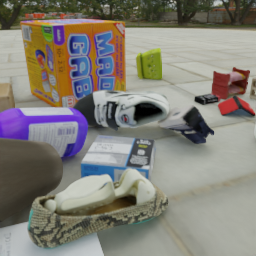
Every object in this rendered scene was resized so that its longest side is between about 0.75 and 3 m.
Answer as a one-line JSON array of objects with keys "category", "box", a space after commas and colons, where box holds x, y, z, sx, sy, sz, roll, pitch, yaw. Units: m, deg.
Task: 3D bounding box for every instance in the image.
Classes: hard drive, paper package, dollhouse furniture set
[{"category": "hard drive", "box": [-1.393, 1.872, 4.218, 1.856, 0.235, 1.224, -8, 25, -17]}, {"category": "paper package", "box": [-4.810, -0.764, 9.233, 1.927, 0.997, 1.836, -8, 25, -17]}, {"category": "dollhouse furniture set", "box": [4.769, -1.595, 11.019, 1.393, 1.053, 2.589, -17, 29, -33]}]

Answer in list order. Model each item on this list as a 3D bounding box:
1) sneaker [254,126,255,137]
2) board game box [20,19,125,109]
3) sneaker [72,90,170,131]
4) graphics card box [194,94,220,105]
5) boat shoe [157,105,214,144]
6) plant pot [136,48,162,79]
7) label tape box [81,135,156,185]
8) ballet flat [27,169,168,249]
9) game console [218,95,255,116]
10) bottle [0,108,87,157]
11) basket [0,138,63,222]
[{"category": "sneaker", "box": [3.970, 0.074, 6.923, 1.017, 1.353, 2.716, 1, 22, 5]}, {"category": "board game box", "box": [-2.134, -2.698, 11.165, 2.927, 2.927, 2.929, -18, 30, -35]}, {"category": "sneaker", "box": [-0.255, -0.521, 8.198, 2.981, 1.105, 1.319, -7, 18, 3]}, {"category": "graphics card box", "box": [3.117, -1.143, 11.038, 0.858, 0.218, 0.538, -11, 26, -26]}, {"category": "boat shoe", "box": [1.592, -0.021, 8.028, 0.812, 1.008, 2.175, -42, 7, -6]}, {"category": "plant pot", "box": [1.104, -3.303, 14.548, 1.279, 1.409, 1.402, -5, 23, 8]}, {"category": "label tape box", "box": [-0.122, 0.625, 6.558, 1.425, 0.626, 1.976, 4, 25, 9]}, {"category": "ballet flat", "box": [-0.289, 1.167, 4.575, 2.594, 0.977, 0.880, -7, 30, -31]}, {"category": "game console", "box": [3.872, -0.664, 10.047, 0.956, 0.659, 1.110, 30, 27, -6]}, {"category": "bottle", "box": [-2.341, 0.175, 6.200, 2.919, 1.219, 0.953, -5, 36, -43]}, {"category": "basket", "box": [-2.141, 0.865, 4.877, 1.275, 1.691, 1.875, 11, 7, 24]}]
